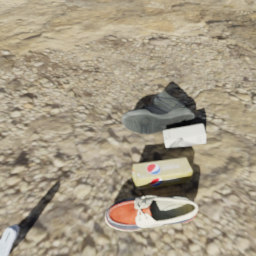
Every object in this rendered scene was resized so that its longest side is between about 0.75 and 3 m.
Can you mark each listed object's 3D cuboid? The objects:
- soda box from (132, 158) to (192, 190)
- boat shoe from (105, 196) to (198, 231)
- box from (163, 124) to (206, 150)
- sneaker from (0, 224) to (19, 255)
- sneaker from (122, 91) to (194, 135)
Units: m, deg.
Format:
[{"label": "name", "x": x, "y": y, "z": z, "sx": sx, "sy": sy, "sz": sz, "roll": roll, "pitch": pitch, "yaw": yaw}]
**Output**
[{"label": "soda box", "x": 1.088, "y": 1.476, "z": 9.034, "sx": 1.836, "sy": 0.588, "sz": 0.622, "roll": -6, "pitch": 41, "yaw": -11}, {"label": "boat shoe", "x": 0.634, "y": 2.336, "z": 7.776, "sx": 2.558, "sy": 0.800, "sz": 0.910, "roll": -1, "pitch": 66, "yaw": -3}, {"label": "box", "x": 2.038, "y": 0.334, "z": 10.152, "sx": 1.462, "sy": 0.601, "sz": 0.500, "roll": -11, "pitch": 50, "yaw": 9}, {"label": "sneaker", "x": -3.102, "y": 2.990, "z": 7.196, "sx": 0.411, "sy": 1.126, "sz": 0.399, "roll": 34, "pitch": 8, "yaw": 10}, {"label": "sneaker", "x": 1.028, "y": -0.638, "z": 11.210, "sx": 2.859, "sy": 1.093, "sz": 1.638, "roll": -8, "pitch": 40, "yaw": -14}]
